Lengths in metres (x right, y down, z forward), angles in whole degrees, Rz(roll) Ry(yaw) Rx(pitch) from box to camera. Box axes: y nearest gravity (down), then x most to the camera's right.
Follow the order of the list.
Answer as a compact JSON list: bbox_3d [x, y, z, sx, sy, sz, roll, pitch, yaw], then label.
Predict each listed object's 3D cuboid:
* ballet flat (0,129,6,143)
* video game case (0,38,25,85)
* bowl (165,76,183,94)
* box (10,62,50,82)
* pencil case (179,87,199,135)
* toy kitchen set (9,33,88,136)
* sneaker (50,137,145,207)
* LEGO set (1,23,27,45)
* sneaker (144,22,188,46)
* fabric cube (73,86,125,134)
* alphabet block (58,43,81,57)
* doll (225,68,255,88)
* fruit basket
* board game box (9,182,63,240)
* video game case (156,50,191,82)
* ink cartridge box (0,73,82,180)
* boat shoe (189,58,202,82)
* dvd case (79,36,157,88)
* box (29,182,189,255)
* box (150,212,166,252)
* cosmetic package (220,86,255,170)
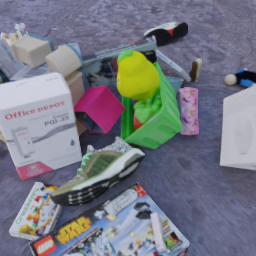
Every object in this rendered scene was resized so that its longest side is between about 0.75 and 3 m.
[{"bbox_3d":[-3.885,-0.549,8.873,0.887,0.821,2.515,-20,46,-16],"label":"ballet flat"},{"bbox_3d":[-3.643,-1.312,8.313,0.263,2.255,2.050,-19,27,30],"label":"video game case"},{"bbox_3d":[1.351,-1.468,9.908,1.119,0.585,1.119,3,18,-1],"label":"bowl"},{"bbox_3d":[-2.395,-1.042,8.547,1.032,1.967,1.809,9,43,15],"label":"box"},{"bbox_3d":[1.822,-0.506,8.409,0.596,1.440,0.623,-10,11,-36],"label":"pencil case"},{"bbox_3d":[-2.020,-1.453,8.556,2.081,2.597,1.530,23,49,27],"label":"toy kitchen set"},{"bbox_3d":[-0.843,1.001,6.950,2.565,0.986,1.137,-25,59,-33],"label":"sneaker"},{"bbox_3d":[-4.806,-3.776,12.383,0.953,1.178,2.562,-12,12,-35],"label":"LEGO set"},{"bbox_3d":[1.660,-4.490,13.380,2.327,0.819,1.088,-22,27,-17],"label":"sneaker"},{"bbox_3d":[-0.854,-0.499,7.776,0.941,0.924,0.938,4,54,52],"label":"fabric cube"},{"bbox_3d":[-2.381,-3.031,11.463,0.749,0.753,0.767,-14,15,-17],"label":"alphabet block"},{"bbox_3d":[4.683,-1.820,10.512,2.034,0.493,1.388,2,40,2],"label":"doll"},{"bbox_3d":[0.322,-0.947,7.985,2.619,1.889,2.619,34,34,-27],"label":"fruit basket"},{"bbox_3d":[-2.042,1.935,6.585,0.861,0.236,1.365,7,43,9],"label":"board game box"},{"bbox_3d":[1.562,-2.326,10.310,1.487,0.180,1.632,42,13,19],"label":"video game case"},{"bbox_3d":[-2.241,0.002,7.115,1.728,2.358,0.976,-18,44,-18],"label":"ink cartridge box"},{"bbox_3d":[2.560,-2.142,10.473,0.322,1.029,0.377,-32,64,-18],"label":"boat shoe"},{"bbox_3d":[-0.320,-2.110,9.506,2.629,1.920,0.289,-14,72,2],"label":"dvd case"},{"bbox_3d":[-0.373,2.479,5.761,2.701,0.539,1.849,-24,49,-25],"label":"box"},{"bbox_3d":[0.604,2.090,5.646,0.158,0.148,0.764,-24,42,13],"label":"box"},{"bbox_3d":[3.284,0.024,6.784,1.146,1.859,1.865,9,79,-15],"label":"cosmetic package"}]
